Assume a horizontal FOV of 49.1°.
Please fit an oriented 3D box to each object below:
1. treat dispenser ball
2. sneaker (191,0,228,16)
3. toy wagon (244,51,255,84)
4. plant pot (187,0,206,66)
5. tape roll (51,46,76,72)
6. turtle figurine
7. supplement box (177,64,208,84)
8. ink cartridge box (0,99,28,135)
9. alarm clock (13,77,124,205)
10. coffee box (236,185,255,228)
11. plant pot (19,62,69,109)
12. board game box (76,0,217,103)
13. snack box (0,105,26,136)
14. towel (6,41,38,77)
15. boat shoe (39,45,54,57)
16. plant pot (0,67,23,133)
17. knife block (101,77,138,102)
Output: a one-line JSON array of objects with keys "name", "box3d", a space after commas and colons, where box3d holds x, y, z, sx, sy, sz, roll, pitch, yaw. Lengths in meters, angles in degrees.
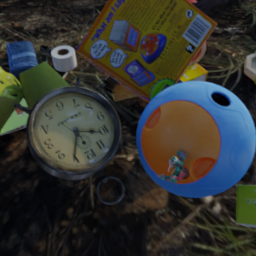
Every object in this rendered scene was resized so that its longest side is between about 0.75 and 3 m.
[{"name": "treat dispenser ball", "box3d": [1.471, 0.259, 6.350, 2.595, 2.595, 2.595, 0, 48, 0]}, {"name": "sneaker", "box3d": [2.654, -4.153, 9.932, 1.790, 0.812, 0.680, -1, 21, 41]}, {"name": "toy wagon", "box3d": [6.793, -2.564, 12.538, 2.973, 0.588, 2.307, 13, 50, 11]}, {"name": "plant pot", "box3d": [2.415, -4.228, 12.901, 2.562, 2.562, 2.267, -3, 59, -3]}, {"name": "tape roll", "box3d": [-2.973, -3.211, 13.002, 1.068, 0.733, 1.068, 0, 48, 0]}, {"name": "turtle figurine", "box3d": [0.803, 0.743, 4.884, 0.396, 0.590, 0.787, 37, 33, 8]}, {"name": "supplement box", "box3d": [2.544, -2.045, 11.938, 1.425, 0.776, 0.780, -24, 53, -20]}, {"name": "ink cartridge box", "box3d": [-5.089, -0.500, 10.210, 2.833, 0.679, 2.062, -29, 54, -21]}, {"name": "alarm clock", "box3d": [-0.992, 0.370, 5.910, 1.892, 0.934, 2.806, -29, 77, -24]}, {"name": "coffee box", "box3d": [2.829, 1.695, 5.949, 0.826, 0.818, 0.827, -6, 66, 38]}, {"name": "plant pot", "box3d": [-2.122, -0.867, 7.399, 1.476, 1.578, 1.476, -23, 20, 9]}, {"name": "board game box", "box3d": [0.387, -2.730, 8.987, 2.854, 2.857, 2.855, 33, 5, -12]}, {"name": "snack box", "box3d": [-5.286, -0.020, 10.428, 2.884, 0.351, 1.037, -20, 51, -17]}, {"name": "towel", "box3d": [-5.013, -3.335, 13.240, 1.252, 0.544, 2.242, -15, 50, -14]}, {"name": "boat shoe", "box3d": [-3.819, -3.764, 13.691, 1.184, 0.434, 0.441, 12, 50, 10]}, {"name": "plant pot", "box3d": [-3.733, -0.646, 7.220, 1.762, 1.916, 1.916, -42, 50, 16]}, {"name": "knife block", "box3d": [-0.295, -1.761, 11.307, 1.540, 1.352, 0.493, -14, 51, -12]}]
